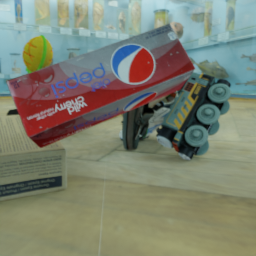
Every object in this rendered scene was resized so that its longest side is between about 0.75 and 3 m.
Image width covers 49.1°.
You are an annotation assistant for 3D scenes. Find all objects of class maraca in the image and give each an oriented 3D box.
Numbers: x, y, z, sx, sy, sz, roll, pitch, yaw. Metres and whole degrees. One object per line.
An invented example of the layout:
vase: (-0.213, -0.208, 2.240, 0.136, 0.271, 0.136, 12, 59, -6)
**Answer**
maraca: (-3.221, -2.406, 9.753, 0.966, 1.238, 1.805, 9, -36, -37)

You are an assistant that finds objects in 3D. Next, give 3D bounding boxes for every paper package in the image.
paper package: (0.214, -1.356, 8.850, 1.817, 1.732, 0.940, -34, 9, -1)

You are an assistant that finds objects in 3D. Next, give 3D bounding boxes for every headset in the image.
headset: (0.190, 0.024, 9.034, 1.006, 0.621, 0.473, 28, -9, 26)

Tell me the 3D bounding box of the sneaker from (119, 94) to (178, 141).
sneaker: (0.838, -0.355, 9.611, 2.653, 0.961, 0.953, -26, 25, -10)

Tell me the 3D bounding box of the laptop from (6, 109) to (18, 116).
laptop: (-4.255, -0.141, 9.295, 2.034, 1.179, 1.904, 2, 10, 10)

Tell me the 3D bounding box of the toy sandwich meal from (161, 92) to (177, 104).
toy sandwich meal: (1.290, -1.062, 10.109, 1.023, 1.023, 0.350, 1, 38, 7)

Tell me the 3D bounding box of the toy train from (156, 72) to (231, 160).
toy train: (1.773, -0.365, 7.524, 1.404, 2.463, 1.050, 25, -13, 27)

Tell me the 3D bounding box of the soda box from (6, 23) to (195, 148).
soda box: (-0.406, -0.712, 4.822, 2.900, 1.015, 0.920, -23, -11, -11)

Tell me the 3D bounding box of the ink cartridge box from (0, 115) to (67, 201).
ink cartridge box: (-2.529, 0.488, 5.713, 2.011, 0.917, 2.440, -6, 21, -25)

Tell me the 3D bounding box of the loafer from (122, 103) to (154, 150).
loafer: (0.358, -0.591, 7.615, 0.913, 2.904, 1.043, 7, 30, 8)
